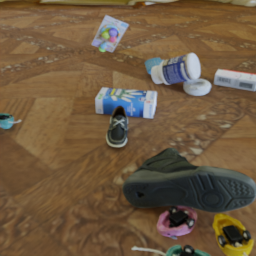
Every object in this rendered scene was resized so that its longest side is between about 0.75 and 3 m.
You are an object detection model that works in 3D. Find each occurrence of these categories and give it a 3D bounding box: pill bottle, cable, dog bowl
[{"bbox_3d":[1.963,-2.415,11.836,1.895,1.053,1.053,-7,23,37],"label":"pill bottle"},{"bbox_3d":[2.888,-1.729,11.746,1.125,0.390,1.125,-10,31,-17],"label":"cable"},{"bbox_3d":[1.757,-2.857,13.070,1.934,0.479,1.078,-3,-8,-5],"label":"dog bowl"}]

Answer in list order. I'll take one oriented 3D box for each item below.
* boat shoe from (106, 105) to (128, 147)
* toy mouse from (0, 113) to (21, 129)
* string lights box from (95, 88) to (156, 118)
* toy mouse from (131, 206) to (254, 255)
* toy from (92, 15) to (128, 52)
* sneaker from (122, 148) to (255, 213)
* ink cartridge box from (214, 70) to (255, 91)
[{"bbox_3d":[-0.337,-0.063,8.820,0.666,0.627,1.855,3,33,2],"label":"boat shoe"},{"bbox_3d":[-4.271,-0.044,8.828,1.895,0.413,2.132,-1,21,1],"label":"toy mouse"},{"bbox_3d":[-0.055,-0.925,10.199,2.067,0.610,1.062,5,32,8],"label":"string lights box"},{"bbox_3d":[1.109,2.145,5.173,2.126,0.463,2.392,-11,23,-12],"label":"toy mouse"},{"bbox_3d":[-0.745,-3.522,10.924,0.927,1.610,0.380,15,61,-21],"label":"toy"},{"bbox_3d":[1.352,1.031,6.180,2.736,1.046,1.567,-9,22,31],"label":"sneaker"},{"bbox_3d":[5.008,-2.409,12.752,1.750,0.614,2.153,15,39,23],"label":"ink cartridge box"}]
